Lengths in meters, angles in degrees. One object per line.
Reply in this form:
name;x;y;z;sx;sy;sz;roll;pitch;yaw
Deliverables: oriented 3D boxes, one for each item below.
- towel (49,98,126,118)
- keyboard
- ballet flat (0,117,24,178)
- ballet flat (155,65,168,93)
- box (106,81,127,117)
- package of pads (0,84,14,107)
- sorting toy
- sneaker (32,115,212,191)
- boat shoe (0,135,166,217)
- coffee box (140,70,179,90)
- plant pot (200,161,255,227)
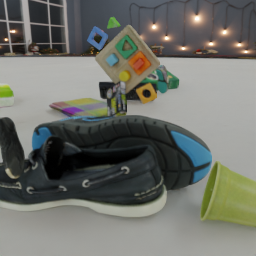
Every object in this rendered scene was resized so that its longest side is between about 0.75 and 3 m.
towel;-1.282;-0.581;8.591;1.580;0.250;2.200;-13;22;-37
keyboard;-0.014;-1.430;9.816;2.032;1.291;0.209;2;47;4
ballet flat;-1.452;0.243;3.407;0.235;0.827;0.275;-32;-27;18
ballet flat;1.429;-1.984;11.261;0.506;1.407;0.506;-7;55;10
box;-0.320;-0.745;7.613;0.191;0.862;0.690;9;-19;-36
package of pads;-4.933;-1.080;9.535;1.840;0.628;1.422;-7;20;-25
sorting toy;-0.062;-1.766;7.532;1.440;2.558;0.348;-37;6;29
sneaker;-0.110;0.189;4.695;2.994;1.096;1.226;8;18;22
boat shoe;-0.860;0.542;3.768;2.701;0.896;1.010;3;24;19
coffee box;1.000;-2.224;12.795;2.312;0.508;1.422;-9;38;-27
plant pot;1.317;0.850;3.377;0.694;0.755;0.755;15;20;11
